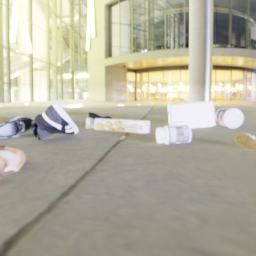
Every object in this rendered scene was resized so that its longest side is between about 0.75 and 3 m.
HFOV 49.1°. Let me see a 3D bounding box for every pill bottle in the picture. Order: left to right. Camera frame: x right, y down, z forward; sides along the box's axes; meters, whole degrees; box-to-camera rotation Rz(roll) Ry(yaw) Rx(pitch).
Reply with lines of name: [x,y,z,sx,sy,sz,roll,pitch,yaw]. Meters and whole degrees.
pill bottle: [1.347,0.200,8.383,0.970,0.552,0.552,-4,7,-6]
pill bottle: [4.710,-0.501,13.233,0.909,0.909,1.595,0,6,1]

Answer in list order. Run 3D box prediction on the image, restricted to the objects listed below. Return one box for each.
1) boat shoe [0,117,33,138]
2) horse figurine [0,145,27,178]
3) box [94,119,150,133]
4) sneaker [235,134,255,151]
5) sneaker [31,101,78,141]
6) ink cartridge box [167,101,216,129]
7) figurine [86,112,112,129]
boat shoe: [-4.019,0.017,9.930,0.544,0.682,1.804,3,19,34]
horse figurine: [-2.433,0.598,5.164,1.154,0.435,1.741,14,4,14]
box: [-0.294,-0.101,11.440,2.406,0.499,0.466,4,4,28]
sneaker: [3.530,0.373,7.498,0.661,0.419,1.176,-9,18,-37]
sneaker: [-2.559,-0.048,9.510,1.293,0.845,2.312,-37,-16,-8]
ink cartridge box: [2.872,-0.662,13.177,1.929,1.089,2.628,-4,6,6]
figurine: [-1.292,-0.290,12.678,1.142,0.504,1.170,4,22,-3]
